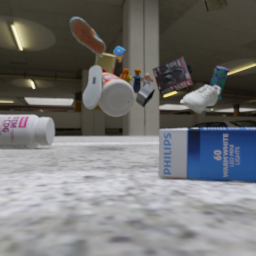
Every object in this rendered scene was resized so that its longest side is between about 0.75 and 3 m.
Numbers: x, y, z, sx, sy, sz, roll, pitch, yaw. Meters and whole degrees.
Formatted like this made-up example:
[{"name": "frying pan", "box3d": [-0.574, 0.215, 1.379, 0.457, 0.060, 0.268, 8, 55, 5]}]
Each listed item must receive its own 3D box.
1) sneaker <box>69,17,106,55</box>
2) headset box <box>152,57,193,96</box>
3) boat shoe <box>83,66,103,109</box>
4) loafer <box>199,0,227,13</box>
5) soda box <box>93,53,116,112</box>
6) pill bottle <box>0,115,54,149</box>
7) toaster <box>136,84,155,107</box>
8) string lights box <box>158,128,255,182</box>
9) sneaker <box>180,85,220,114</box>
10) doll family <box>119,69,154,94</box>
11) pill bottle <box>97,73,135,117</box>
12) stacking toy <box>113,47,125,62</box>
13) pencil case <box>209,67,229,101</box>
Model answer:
[{"name": "sneaker", "box3d": [-1.380, -2.980, 8.919, 0.601, 0.673, 1.684, -42, -31, 7]}, {"name": "headset box", "box3d": [1.955, -2.202, 11.937, 1.558, 1.160, 0.602, -19, -24, 16]}, {"name": "boat shoe", "box3d": [-1.197, -1.420, 10.364, 0.648, 1.834, 0.584, 0, -28, 14]}, {"name": "loafer", "box3d": [1.672, -3.113, 6.195, 0.496, 0.559, 1.471, -33, -54, 27]}, {"name": "soda box", "box3d": [-1.316, -2.297, 14.090, 0.895, 2.796, 0.947, 12, 18, 2]}, {"name": "pill bottle", "box3d": [-4.813, 0.178, 12.651, 2.662, 1.509, 1.509, -1, -1, 2]}, {"name": "toaster", "box3d": [0.890, -1.664, 14.362, 0.578, 0.881, 0.974, 37, -23, 10]}, {"name": "string lights box", "box3d": [1.956, 0.403, 4.695, 2.720, 0.802, 1.398, 0, -1, 16]}, {"name": "sneaker", "box3d": [2.897, -1.217, 11.044, 0.953, 1.004, 2.494, 42, 29, 20]}, {"name": "doll family", "box3d": [0.289, -2.569, 15.168, 2.114, 1.312, 0.952, 14, 25, 25]}, {"name": "pill bottle", "box3d": [-0.846, -1.555, 12.181, 1.503, 1.503, 2.743, 0, 19, -21]}, {"name": "stacking toy", "box3d": [-0.397, -3.326, 12.971, 0.444, 0.470, 0.809, 30, -18, 14]}, {"name": "pencil case", "box3d": [3.934, -1.932, 12.215, 0.653, 1.413, 0.601, 5, 20, -25]}]
